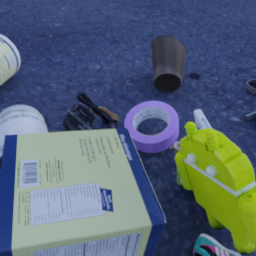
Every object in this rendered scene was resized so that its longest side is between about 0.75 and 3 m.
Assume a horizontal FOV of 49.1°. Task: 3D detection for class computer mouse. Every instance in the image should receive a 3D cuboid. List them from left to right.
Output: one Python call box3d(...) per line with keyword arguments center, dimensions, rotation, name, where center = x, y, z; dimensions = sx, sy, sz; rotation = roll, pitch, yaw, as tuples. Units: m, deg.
box3d(center=(-1.171, -0.072, 8.428), dimensions=(1.618, 0.530, 2.305), rotation=(39, 23, -17), name="computer mouse")

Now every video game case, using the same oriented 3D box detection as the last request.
box3d(center=(2.137, 0.772, 7.332), dimensions=(0.230, 1.967, 1.788), rotation=(-14, 32, 4), name="video game case")

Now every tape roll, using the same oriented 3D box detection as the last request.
box3d(center=(0.767, -0.054, 9.097), dimensions=(1.727, 0.566, 1.727), rotation=(-6, 51, 8), name="tape roll")

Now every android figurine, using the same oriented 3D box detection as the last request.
box3d(center=(1.902, 1.233, 5.978), dimensions=(0.610, 2.972, 2.705), rotation=(-27, 25, -12), name="android figurine")

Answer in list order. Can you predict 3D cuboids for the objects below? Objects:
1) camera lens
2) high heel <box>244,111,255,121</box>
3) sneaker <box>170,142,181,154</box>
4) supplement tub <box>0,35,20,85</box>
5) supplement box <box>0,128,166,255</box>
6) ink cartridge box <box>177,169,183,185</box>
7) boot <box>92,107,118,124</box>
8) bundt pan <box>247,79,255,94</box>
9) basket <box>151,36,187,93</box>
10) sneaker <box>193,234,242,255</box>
box3d(center=(-3.086, 0.429, 8.202), dimensions=(1.526, 1.526, 1.908), rotation=(-14, 45, -16), name="camera lens")
box3d(center=(5.034, -0.280, 9.892), dimensions=(1.072, 0.537, 1.504), rotation=(-21, 34, -14), name="high heel")
box3d(center=(1.539, 0.621, 7.594), dimensions=(0.905, 0.350, 0.354), rotation=(24, 58, -20), name="sneaker")
box3d(center=(-5.977, -2.494, 11.485), dimensions=(1.980, 1.980, 2.731), rotation=(10, 40, 11), name="supplement tub")
box3d(center=(-1.144, 1.663, 6.151), dimensions=(2.885, 1.939, 2.888), rotation=(-3, 39, -17), name="supplement box")
box3d(center=(1.716, 1.148, 7.848), dimensions=(0.653, 0.335, 0.883), rotation=(1, 82, -8), name="ink cartridge box")
box3d(center=(-0.808, -0.453, 9.983), dimensions=(1.019, 0.375, 0.385), rotation=(23, 21, -10), name="boot")
box3d(center=(5.437, -1.694, 11.816), dimensions=(0.904, 0.339, 0.904), rotation=(0, 40, 0), name="bundt pan")
box3d(center=(1.714, -2.610, 11.900), dimensions=(1.369, 1.815, 2.013), rotation=(-27, 43, 40), name="basket")
box3d(center=(1.932, 2.902, 6.009), dimensions=(1.287, 0.538, 0.777), rotation=(23, 39, 37), name="sneaker")
